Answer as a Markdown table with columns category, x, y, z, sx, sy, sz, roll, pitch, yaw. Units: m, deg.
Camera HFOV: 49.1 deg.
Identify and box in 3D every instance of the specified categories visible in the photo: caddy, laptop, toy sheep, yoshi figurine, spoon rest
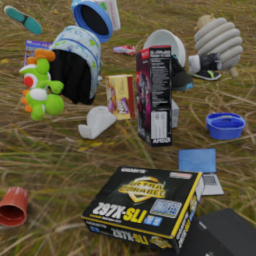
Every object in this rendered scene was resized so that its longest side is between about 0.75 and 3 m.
| category | x | y | z | sx | sy | sz | roll | pitch | yaw |
| --- | --- | --- | --- | --- | --- | --- | --- | --- | --- |
| caddy | 3.955 | -0.147 | 11.469 | 1.549 | 0.813 | 1.095 | -2 | 37 | -2 |
| laptop | 2.561 | 3.716 | 6.991 | 2.975 | 1.724 | 2.785 | -44 | 49 | -7 |
| toy sheep | 3.498 | -3.120 | 10.739 | 1.874 | 1.874 | 2.718 | -28 | 83 | -31 |
| yoshi figurine | -2.113 | -1.027 | 7.240 | 1.016 | 1.020 | 1.814 | -7 | 72 | 4 |
| spoon rest | -1.327 | -0.232 | 11.795 | 1.306 | 0.797 | 2.628 | 12 | 26 | 13 |
| laptop | 2.412 | 1.472 | 9.366 | 1.301 | 0.806 | 1.390 | -2 | 38 | -2 |

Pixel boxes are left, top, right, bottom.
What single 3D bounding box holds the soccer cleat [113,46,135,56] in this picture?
| category | x | y | z | sx | sy | sz | roll | pitch | yaw |
| --- | --- | --- | --- | --- | --- | --- | --- | --- | --- |
| soccer cleat | -0.262 | -5.076 | 18.086 | 1.473 | 0.563 | 0.491 | 16 | 40 | 19 |

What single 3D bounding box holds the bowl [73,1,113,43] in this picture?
| category | x | y | z | sx | sy | sz | roll | pitch | yaw |
| --- | --- | --- | --- | --- | --- | --- | --- | --- | --- |
| bowl | -1.472 | -4.541 | 11.985 | 1.916 | 1.916 | 0.376 | 24 | 65 | 28 |

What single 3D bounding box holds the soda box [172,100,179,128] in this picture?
| category | x | y | z | sx | sy | sz | roll | pitch | yaw |
| --- | --- | --- | --- | --- | --- | --- | --- | --- | --- |
| soda box | 1.290 | -1.148 | 12.625 | 0.914 | 0.984 | 2.882 | -9 | 38 | -12 |

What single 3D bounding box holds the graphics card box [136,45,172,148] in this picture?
| category | x | y | z | sx | sy | sz | roll | pitch | yaw |
| --- | --- | --- | --- | --- | --- | --- | --- | --- | --- |
| graphics card box | 0.767 | -0.981 | 8.700 | 0.739 | 2.904 | 1.822 | -5 | 11 | -10 |

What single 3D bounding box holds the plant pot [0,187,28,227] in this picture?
| category | x | y | z | sx | sy | sz | roll | pitch | yaw |
| --- | --- | --- | --- | --- | --- | --- | --- | --- | --- |
| plant pot | -3.396 | 2.290 | 8.330 | 0.897 | 0.897 | 0.872 | -3 | 29 | -4 |

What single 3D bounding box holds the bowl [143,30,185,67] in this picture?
| category | x | y | z | sx | sy | sz | roll | pitch | yaw |
| --- | --- | --- | --- | --- | --- | --- | --- | --- | --- |
| bowl | 1.444 | -2.581 | 10.333 | 0.866 | 1.927 | 1.927 | -11 | 37 | -38 |

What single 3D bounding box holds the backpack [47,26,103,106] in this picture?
| category | x | y | z | sx | sy | sz | roll | pitch | yaw |
| --- | --- | --- | --- | --- | --- | --- | --- | --- | --- |
| backpack | -1.912 | -2.197 | 9.812 | 2.130 | 2.611 | 2.007 | 24 | 74 | 1 |

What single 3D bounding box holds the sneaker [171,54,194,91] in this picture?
| category | x | y | z | sx | sy | sz | roll | pitch | yaw |
| --- | --- | --- | --- | --- | --- | --- | --- | --- | --- |
| sneaker | 1.382 | -1.857 | 8.997 | 0.774 | 0.866 | 2.115 | -18 | 36 | -14 |

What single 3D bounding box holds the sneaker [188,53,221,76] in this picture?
| category | x | y | z | sx | sy | sz | roll | pitch | yaw |
| --- | --- | --- | --- | --- | --- | --- | --- | --- | --- |
| sneaker | 2.832 | -2.344 | 10.348 | 1.096 | 0.727 | 1.927 | -5 | 10 | 8 |

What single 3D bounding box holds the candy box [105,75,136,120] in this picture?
| category | x | y | z | sx | sy | sz | roll | pitch | yaw |
| --- | --- | --- | --- | --- | --- | --- | --- | --- | --- |
| candy box | -0.240 | -0.884 | 7.591 | 0.511 | 1.056 | 1.811 | -7 | 12 | -12 |

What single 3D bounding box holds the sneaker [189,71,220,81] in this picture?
| category | x | y | z | sx | sy | sz | roll | pitch | yaw |
| --- | --- | --- | --- | --- | --- | --- | --- | --- | --- |
| sneaker | 4.179 | -3.073 | 15.340 | 1.753 | 0.726 | 0.629 | 10 | 39 | 13 |

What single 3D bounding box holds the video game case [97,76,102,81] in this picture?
| category | x | y | z | sx | sy | sz | roll | pitch | yaw |
| --- | --- | --- | --- | --- | --- | --- | --- | --- | --- |
| video game case | -2.307 | -2.725 | 15.362 | 1.215 | 0.153 | 1.333 | -31 | 47 | -33 |

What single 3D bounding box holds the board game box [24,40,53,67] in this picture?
| category | x | y | z | sx | sy | sz | roll | pitch | yaw |
| --- | --- | --- | --- | --- | --- | --- | --- | --- | --- |
| board game box | -3.149 | -2.769 | 11.218 | 1.833 | 1.232 | 0.410 | 0 | 53 | -23 |

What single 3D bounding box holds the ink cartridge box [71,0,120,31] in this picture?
| category | x | y | z | sx | sy | sz | roll | pitch | yaw |
| --- | --- | --- | --- | --- | --- | --- | --- | --- | --- |
| ink cartridge box | -1.479 | -5.362 | 13.231 | 1.969 | 1.445 | 1.438 | -10 | 35 | 3 |

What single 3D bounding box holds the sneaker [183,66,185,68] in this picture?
| category | x | y | z | sx | sy | sz | roll | pitch | yaw |
| --- | --- | --- | --- | --- | --- | --- | --- | --- | --- |
| sneaker | 2.181 | -2.539 | 12.198 | 0.563 | 0.482 | 1.358 | 11 | 80 | -9 |

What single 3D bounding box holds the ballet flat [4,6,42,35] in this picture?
| category | x | y | z | sx | sy | sz | roll | pitch | yaw |
| --- | --- | --- | --- | --- | --- | --- | --- | --- | --- |
| ballet flat | -3.867 | -4.024 | 10.398 | 0.502 | 1.487 | 0.464 | -52 | 43 | 8 |

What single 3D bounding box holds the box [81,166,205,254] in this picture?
| category | x | y | z | sx | sy | sz | roll | pitch | yaw |
| --- | --- | --- | --- | --- | --- | --- | --- | --- | --- |
| box | 0.439 | 2.097 | 7.913 | 2.861 | 0.706 | 2.285 | 0 | 34 | 35 |
